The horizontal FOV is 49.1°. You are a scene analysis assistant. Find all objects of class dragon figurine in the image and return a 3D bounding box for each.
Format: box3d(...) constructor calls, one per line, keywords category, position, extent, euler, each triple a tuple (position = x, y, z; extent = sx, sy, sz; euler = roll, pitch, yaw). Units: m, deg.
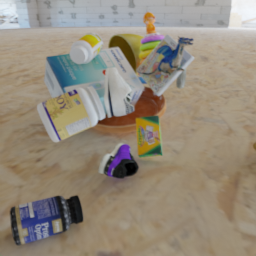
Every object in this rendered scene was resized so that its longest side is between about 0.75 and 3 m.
box3d(category="dragon figurine", position=(1.274, -2.257, 8.972), extent=(0.590, 0.997, 2.004), euler=(3, -6, -38))

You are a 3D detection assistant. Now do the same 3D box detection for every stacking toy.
box3d(category="stacking toy", position=(0.948, -3.079, 10.774), extent=(1.528, 2.632, 1.445), euler=(-1, 12, 44))

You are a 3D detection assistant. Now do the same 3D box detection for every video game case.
box3d(category="video game case", position=(1.211, -2.186, 9.697), extent=(0.195, 1.703, 1.550), euler=(21, 28, -48))

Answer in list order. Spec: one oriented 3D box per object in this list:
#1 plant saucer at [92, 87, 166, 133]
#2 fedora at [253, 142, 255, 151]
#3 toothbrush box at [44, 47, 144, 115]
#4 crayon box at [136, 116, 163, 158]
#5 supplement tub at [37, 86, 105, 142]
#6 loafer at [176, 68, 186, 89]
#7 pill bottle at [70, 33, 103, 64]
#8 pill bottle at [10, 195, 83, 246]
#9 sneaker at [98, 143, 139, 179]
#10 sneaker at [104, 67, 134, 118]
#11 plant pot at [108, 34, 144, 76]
box3d(category="plant saucer", position=(-0.118, -0.685, 10.189), extent=(2.990, 0.483, 2.990), euler=(-6, 34, 4))
box3d(category="fedora", position=(4.093, 0.785, 7.321), extent=(1.613, 0.658, 1.613), euler=(-3, 20, 1))
box3d(category="toothbrush box", position=(-1.177, -1.507, 9.592), extent=(2.764, 1.179, 2.023), euler=(-16, 64, -30))
box3d(category="crayon box", position=(0.584, 0.249, 7.850), extent=(0.661, 1.113, 0.324), euler=(-7, -20, 10))
box3d(category="supplement tub", position=(-1.382, -0.366, 6.898), extent=(1.412, 1.026, 1.026), euler=(-25, 31, -12))
box3d(category="loafer", position=(1.817, -1.762, 9.490), extent=(0.305, 0.872, 0.304), euler=(18, 17, 40))
box3d(category="pill bottle", position=(-1.329, -2.484, 8.815), extent=(0.720, 0.720, 1.319), euler=(7, 34, 14))
box3d(category="pill bottle", position=(-1.527, 1.693, 5.316), extent=(1.256, 0.703, 0.703), euler=(-10, 27, -20))
box3d(category="sneaker", position=(-0.091, 0.900, 7.144), extent=(0.824, 0.576, 1.657), euler=(19, 18, 13))
box3d(category="sneaker", position=(-0.283, -1.084, 8.246), extent=(0.788, 0.748, 1.957), euler=(-9, 51, 4))
box3d(category="plant pot", position=(0.250, -3.244, 12.153), extent=(1.387, 1.954, 1.954), euler=(-29, 36, -28))
